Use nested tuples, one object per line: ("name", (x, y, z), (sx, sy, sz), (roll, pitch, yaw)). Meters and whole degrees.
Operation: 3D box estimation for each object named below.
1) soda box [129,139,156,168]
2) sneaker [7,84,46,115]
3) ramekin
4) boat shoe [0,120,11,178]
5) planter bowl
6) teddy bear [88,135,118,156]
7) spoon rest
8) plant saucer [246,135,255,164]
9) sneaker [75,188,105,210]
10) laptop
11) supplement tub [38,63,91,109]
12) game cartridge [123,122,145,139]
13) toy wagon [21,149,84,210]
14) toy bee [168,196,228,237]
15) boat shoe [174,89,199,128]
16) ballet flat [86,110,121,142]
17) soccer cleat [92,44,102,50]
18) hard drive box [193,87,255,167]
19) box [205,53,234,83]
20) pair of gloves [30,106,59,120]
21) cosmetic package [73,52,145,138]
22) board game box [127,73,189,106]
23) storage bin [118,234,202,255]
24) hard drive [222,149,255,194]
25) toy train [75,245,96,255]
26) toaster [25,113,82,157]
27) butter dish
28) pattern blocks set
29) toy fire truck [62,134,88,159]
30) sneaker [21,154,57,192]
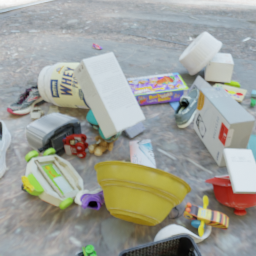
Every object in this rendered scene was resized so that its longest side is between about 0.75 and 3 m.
("soda box", (0.480, 1.272, 8.788), (0.767, 0.713, 2.244), (-7, 31, 1))
("sneaker", (-4.508, -1.328, 12.547), (0.921, 0.853, 2.284), (17, 39, 22))
("ramekin", (3.643, -3.872, 14.468), (1.057, 2.169, 2.169), (41, 39, -8))
("boat shoe", (-4.602, 0.728, 9.548), (0.999, 0.950, 2.774), (-2, 35, -3))
("planter bowl", (0.231, 1.842, 7.239), (2.614, 2.614, 1.089), (10, 66, 13))
("teddy bear", (-0.896, 0.585, 10.300), (0.909, 0.419, 1.254), (2, 38, 24))
("spoon rest", (1.423, 2.675, 7.027), (1.795, 0.892, 0.544), (-6, 51, -30))
("plant saucer", (4.564, 1.112, 9.632), (0.985, 0.267, 2.818), (8, 37, 11))
("sneaker", (-0.859, 2.049, 7.785), (1.341, 0.541, 0.559), (4, 29, -49))
("laptop", (2.781, -1.446, 12.526), (0.965, 1.664, 1.558), (15, 28, -30))
("supplement tub", (-2.321, -1.841, 12.181), (2.673, 1.938, 1.938), (6, 35, 22))
("game cartridge", (0.033, -0.247, 10.953), (0.801, 0.237, 1.235), (-31, 83, -21))
("toy wagon", (-2.167, 1.435, 7.802), (1.814, 0.463, 2.338), (49, 17, 14))
("toy bee", (1.766, 2.277, 7.200), (1.545, 0.840, 1.012), (-13, 51, 9))
("boat shoe", (2.503, -1.006, 11.708), (0.823, 0.699, 2.262), (-9, 39, 44))
("ballet flat", (-0.704, -0.105, 10.349), (0.988, 0.988, 2.662), (-15, 26, -20))
("soccer cleat", (-2.091, -5.476, 18.880), (0.826, 0.302, 0.282), (23, 41, 29))
("hard drive box", (3.291, -0.113, 9.977), (0.905, 1.836, 2.356), (-7, 35, -9))
("box", (4.783, -3.238, 14.882), (1.285, 1.007, 2.066), (7, 28, 12))
("pair of gloves", (-3.604, -0.619, 12.104), (1.225, 0.215, 1.042), (-6, 31, -17))
("cosmetic package", (-0.596, -1.022, 8.760), (1.202, 2.370, 0.844), (-25, -1, -35))
("board game box", (1.353, -1.860, 13.340), (2.587, 0.579, 1.740), (-8, 37, -5))
("storage bin", (0.746, 3.247, 6.098), (1.808, 0.848, 1.222), (-10, 37, -13))
("hard drive", (2.983, 1.110, 7.278), (0.796, 0.158, 1.206), (3, 55, -8))
("toy train", (-0.757, 3.451, 6.243), (0.512, 0.379, 1.815), (-23, 40, -13))
("toaster", (-2.732, 0.277, 10.050), (1.310, 1.152, 2.028), (21, 39, 33))
("butter dish", (3.103, 1.902, 7.888), (1.466, 1.087, 1.470), (-4, -6, -10))
("pattern blocks set", (4.771, -1.682, 13.550), (2.928, 0.237, 2.574), (24, 41, 31))
("toy fire truck", (-1.848, 0.610, 9.700), (0.816, 0.972, 0.545), (3, 45, 5))
("sneaker", (-2.730, 1.398, 8.729), (0.616, 0.660, 1.666), (9, 29, 21))
